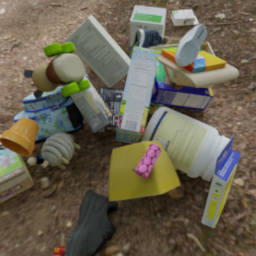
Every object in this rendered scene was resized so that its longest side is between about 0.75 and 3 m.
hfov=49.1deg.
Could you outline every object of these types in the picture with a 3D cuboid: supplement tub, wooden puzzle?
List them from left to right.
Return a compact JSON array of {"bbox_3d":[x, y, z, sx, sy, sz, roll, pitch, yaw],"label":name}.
[{"bbox_3d":[2.005,0.584,10.059,2.672,1.937,1.937,26,59,17],"label":"supplement tub"},{"bbox_3d":[2.400,-2.463,10.241,2.417,0.486,2.612,-16,46,-32],"label":"wooden puzzle"}]

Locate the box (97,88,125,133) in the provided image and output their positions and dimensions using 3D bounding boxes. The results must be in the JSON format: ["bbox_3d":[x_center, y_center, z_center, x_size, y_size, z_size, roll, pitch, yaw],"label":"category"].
[{"bbox_3d":[-0.453,-0.790,11.901,1.655,0.522,2.098,0,55,0],"label":"box"}]

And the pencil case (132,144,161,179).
[{"bbox_3d":[0.543,0.923,7.863,0.443,0.457,0.977,37,67,-6],"label":"pencil case"}]

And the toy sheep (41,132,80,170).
[{"bbox_3d":[-2.281,0.749,9.182,1.101,1.101,1.597,18,40,12],"label":"toy sheep"}]

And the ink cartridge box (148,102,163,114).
[{"bbox_3d":[1.075,-1.302,12.075,1.050,0.346,1.443,42,47,11],"label":"ink cartridge box"}]

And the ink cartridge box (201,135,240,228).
[{"bbox_3d":[2.985,1.578,8.690,0.520,2.212,2.186,21,26,25],"label":"ink cartridge box"}]

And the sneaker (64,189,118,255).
[{"bbox_3d":[-1.112,3.368,8.655,1.335,1.117,2.942,15,58,3],"label":"sneaker"}]

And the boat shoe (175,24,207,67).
[{"bbox_3d":[2.036,-2.715,9.516,0.716,0.650,1.948,49,61,-20],"label":"boat shoe"}]

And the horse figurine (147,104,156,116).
[{"bbox_3d":[0.978,-0.717,11.394,0.517,0.781,0.195,-4,55,8],"label":"horse figurine"}]

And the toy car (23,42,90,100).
[{"bbox_3d":[-2.290,-1.524,8.376,1.756,1.443,1.386,-18,10,25],"label":"toy car"}]

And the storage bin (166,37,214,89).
[{"bbox_3d":[2.580,-2.717,11.626,1.934,0.913,1.948,3,53,-18],"label":"storage bin"}]

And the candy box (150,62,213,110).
[{"bbox_3d":[2.160,-1.975,12.125,2.526,0.973,2.136,6,51,-16],"label":"candy box"}]

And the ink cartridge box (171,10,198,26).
[{"bbox_3d":[3.236,-6.227,15.803,1.421,0.478,0.832,-5,55,-4],"label":"ink cartridge box"}]

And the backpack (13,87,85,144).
[{"bbox_3d":[-2.986,-0.529,10.416,2.366,1.739,2.165,-20,17,-1],"label":"backpack"}]

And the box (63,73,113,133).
[{"bbox_3d":[-1.507,-1.182,9.905,0.629,2.063,2.604,-32,94,4],"label":"box"}]

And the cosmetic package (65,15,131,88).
[{"bbox_3d":[-1.178,-3.234,12.026,1.420,2.744,1.003,-35,22,21],"label":"cosmetic package"}]

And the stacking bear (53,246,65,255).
[{"bbox_3d":[-2.165,4.074,8.444,0.608,0.569,1.001,-14,39,24],"label":"stacking bear"}]

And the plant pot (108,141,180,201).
[{"bbox_3d":[0.426,1.306,8.989,1.786,1.786,1.575,-15,81,28],"label":"plant pot"}]

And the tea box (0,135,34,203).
[{"bbox_3d":[-4.651,1.527,9.788,1.907,1.274,1.877,-28,60,-19],"label":"tea box"}]

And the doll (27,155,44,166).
[{"bbox_3d":[-2.953,1.093,10.123,1.434,0.978,0.347,-15,73,-49],"label":"doll"}]

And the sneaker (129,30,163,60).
[{"bbox_3d":[0.721,-3.171,10.909,1.120,1.551,0.590,-13,67,-24],"label":"sneaker"}]

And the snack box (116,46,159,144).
[{"bbox_3d":[0.282,-1.019,10.052,0.976,2.432,2.884,11,79,-1],"label":"snack box"}]

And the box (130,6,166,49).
[{"bbox_3d":[1.002,-5.014,14.214,1.648,1.656,1.419,9,54,7],"label":"box"}]

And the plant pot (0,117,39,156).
[{"bbox_3d":[-2.927,0.200,7.765,0.914,0.914,0.837,16,60,11],"label":"plant pot"}]
